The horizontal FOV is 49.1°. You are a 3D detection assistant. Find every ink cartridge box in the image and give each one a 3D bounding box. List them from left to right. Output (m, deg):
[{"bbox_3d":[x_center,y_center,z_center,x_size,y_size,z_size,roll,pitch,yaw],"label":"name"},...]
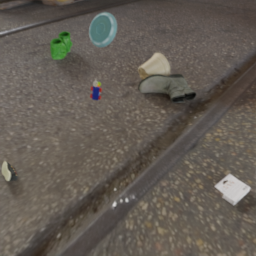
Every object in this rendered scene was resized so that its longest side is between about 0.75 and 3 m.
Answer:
[{"bbox_3d":[3.331,1.968,9.010,0.878,0.196,0.774,-27,46,-31],"label":"ink cartridge box"}]

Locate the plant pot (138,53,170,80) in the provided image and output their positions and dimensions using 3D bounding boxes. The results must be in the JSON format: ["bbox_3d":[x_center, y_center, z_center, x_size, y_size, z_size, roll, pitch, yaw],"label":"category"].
[{"bbox_3d":[1.275,-3.014,14.626,1.254,1.370,1.370,-33,47,-19],"label":"plant pot"}]

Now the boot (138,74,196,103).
[{"bbox_3d":[1.872,-1.823,13.398,2.515,0.852,1.643,-10,45,-11],"label":"boot"}]

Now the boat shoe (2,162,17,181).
[{"bbox_3d":[-4.050,1.487,9.546,0.326,0.381,1.041,14,13,-41],"label":"boat shoe"}]

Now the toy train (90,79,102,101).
[{"bbox_3d":[-1.051,-1.414,9.554,0.366,0.866,0.501,11,39,1],"label":"toy train"}]

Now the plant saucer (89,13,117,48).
[{"bbox_3d":[-0.983,-3.638,10.359,1.279,1.279,0.175,27,14,30],"label":"plant saucer"}]

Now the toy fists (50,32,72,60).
[{"bbox_3d":[-4.035,-4.921,17.041,0.787,1.167,2.288,14,39,2],"label":"toy fists"}]
